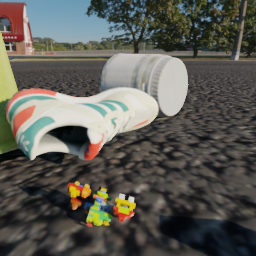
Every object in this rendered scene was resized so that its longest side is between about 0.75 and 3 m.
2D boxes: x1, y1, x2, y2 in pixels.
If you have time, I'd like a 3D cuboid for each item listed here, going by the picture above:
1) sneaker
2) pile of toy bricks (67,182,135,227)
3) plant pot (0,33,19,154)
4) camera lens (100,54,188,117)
[{"bbox_3d":[-0.536,0.016,4.901,2.879,1.014,1.346,-3,40,-31],"label":"sneaker"},{"bbox_3d":[-0.359,0.961,3.262,0.810,0.449,0.400,16,45,0],"label":"pile of toy bricks"},{"bbox_3d":[-3.215,-0.863,5.140,2.709,2.491,2.709,-5,11,1],"label":"plant pot"},{"bbox_3d":[0.409,-1.302,8.406,2.229,1.783,1.783,13,21,38],"label":"camera lens"}]
